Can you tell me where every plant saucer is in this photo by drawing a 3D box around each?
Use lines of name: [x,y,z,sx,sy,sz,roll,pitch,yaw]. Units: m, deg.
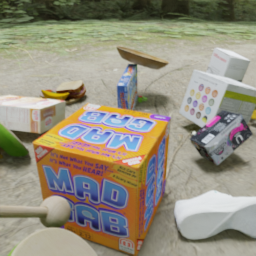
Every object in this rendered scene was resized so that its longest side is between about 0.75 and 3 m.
plant saucer: [0.672,-3.421,13.905,2.765,0.490,2.765,15,19,-5]

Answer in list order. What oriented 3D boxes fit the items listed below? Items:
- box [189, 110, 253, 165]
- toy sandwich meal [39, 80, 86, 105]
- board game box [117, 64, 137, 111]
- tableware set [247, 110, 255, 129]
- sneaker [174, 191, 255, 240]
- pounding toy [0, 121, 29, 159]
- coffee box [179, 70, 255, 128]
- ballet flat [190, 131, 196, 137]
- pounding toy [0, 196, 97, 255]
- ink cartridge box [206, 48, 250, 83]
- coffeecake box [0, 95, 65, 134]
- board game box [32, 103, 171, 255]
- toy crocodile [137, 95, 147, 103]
box: [3.070,0.307,9.295,1.588,0.911,1.049,-40,20,-5]
toy sandwich meal: [-3.454,-1.914,14.668,2.461,0.843,2.461,0,27,0]
board game box: [0.006,-1.618,12.841,0.465,1.825,2.696,4,33,9]
tableware set: [5.508,-0.254,11.728,1.895,0.291,1.277,2,45,26]
sneaker: [2.588,2.015,7.069,2.856,1.074,1.264,-1,16,0]
pounding toy: [-4.549,0.451,9.646,2.324,1.794,1.078,27,64,41]
coffee box: [3.630,-0.998,11.258,1.966,1.944,1.963,6,22,-30]
ballet flat: [2.585,0.350,10.311,0.347,0.386,1.024,-38,24,-7]
pounding toy: [-1.645,2.800,4.899,2.252,1.354,2.917,11,46,-58]
ink cartridge box: [4.530,-2.339,13.484,1.074,2.550,1.844,8,26,-12]
coffeecake box: [-4.320,-0.626,11.571,2.769,1.012,2.125,7,15,12]
board game box: [-0.480,1.091,7.120,2.459,2.461,2.460,11,29,20]
toy crocodile: [0.447,-1.548,14.523,1.095,0.338,0.370,6,28,11]
